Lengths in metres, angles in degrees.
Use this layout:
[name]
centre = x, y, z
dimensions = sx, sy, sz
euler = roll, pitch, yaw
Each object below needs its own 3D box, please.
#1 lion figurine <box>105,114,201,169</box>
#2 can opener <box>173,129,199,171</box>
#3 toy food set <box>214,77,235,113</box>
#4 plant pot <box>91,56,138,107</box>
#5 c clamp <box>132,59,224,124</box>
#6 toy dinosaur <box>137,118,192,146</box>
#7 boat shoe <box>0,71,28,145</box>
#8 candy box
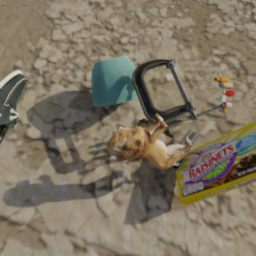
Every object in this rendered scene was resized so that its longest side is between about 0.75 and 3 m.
[lion figurine]
centre = 0.706, 0.575, 7.282
dimensions = 1.496, 2.442, 0.885
euler = -48, 28, 12
[can opener]
centre = 1.661, 0.638, 8.496
dimensions = 0.378, 0.477, 1.434
euler = 28, 62, 22
[toy food set]
centre = 2.500, -0.871, 7.429
dimensions = 0.420, 0.445, 0.933
euler = 2, 99, -27
[plant pot]
centre = -0.428, -1.519, 8.942
dimensions = 1.677, 1.677, 1.346
euler = -14, 102, -7
[c clamp]
centre = 1.166, -1.033, 7.595
dimensions = 1.911, 0.303, 2.236
euler = -27, 70, 4
[toy dinosaur]
centre = 1.066, 0.086, 8.544
dimensions = 2.000, 0.475, 0.881
euler = -2, 72, 28
[boat shoe]
centre = -3.282, -0.166, 7.182
dimensions = 0.824, 1.033, 2.732
euler = 31, 85, 2
[candy box]
centre = 2.599, 0.959, 7.607
dimensions = 2.972, 0.393, 1.519
euler = -31, 40, 33
